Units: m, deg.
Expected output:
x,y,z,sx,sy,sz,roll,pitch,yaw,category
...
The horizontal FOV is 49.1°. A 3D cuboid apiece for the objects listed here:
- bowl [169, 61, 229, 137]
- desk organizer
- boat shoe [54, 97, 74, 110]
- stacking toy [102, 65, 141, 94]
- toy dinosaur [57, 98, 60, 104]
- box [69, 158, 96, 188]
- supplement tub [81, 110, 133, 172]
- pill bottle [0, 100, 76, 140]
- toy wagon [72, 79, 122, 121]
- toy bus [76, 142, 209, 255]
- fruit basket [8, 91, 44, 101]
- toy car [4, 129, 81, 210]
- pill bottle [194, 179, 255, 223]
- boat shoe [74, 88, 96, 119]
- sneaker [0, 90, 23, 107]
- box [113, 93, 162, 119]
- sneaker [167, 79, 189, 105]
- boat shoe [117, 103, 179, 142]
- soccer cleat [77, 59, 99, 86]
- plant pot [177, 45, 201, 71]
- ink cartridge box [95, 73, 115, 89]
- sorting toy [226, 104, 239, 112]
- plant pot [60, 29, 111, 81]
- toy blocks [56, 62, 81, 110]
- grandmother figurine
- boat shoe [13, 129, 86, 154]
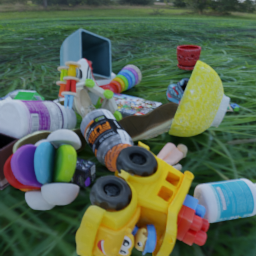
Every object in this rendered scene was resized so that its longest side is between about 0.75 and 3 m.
x,y,z,sx,sy,sz,roll,pitch,yaw,category
2.689,-0.816,10.104,1.530,2.844,2.844,21,32,9,bowl
-4.623,0.704,8.599,2.990,1.151,1.072,14,32,24,desk organizer
-2.444,-1.202,12.720,2.090,0.740,0.724,-7,29,-11,boat shoe
-0.431,-2.275,14.562,1.169,1.169,2.739,16,39,27,stacking toy
-2.843,-0.782,11.335,0.414,0.223,0.940,27,59,-8,toy dinosaur
-1.492,1.257,8.184,0.965,0.590,0.512,13,29,22,box
-0.638,0.386,8.961,1.234,1.234,2.014,-14,40,-25,supplement tub
-3.036,-0.238,9.705,1.417,1.417,2.523,18,12,30,pill bottle
-1.126,-0.755,10.679,2.311,1.793,0.457,30,40,0,toy wagon
0.487,1.908,6.078,2.505,1.770,2.609,27,37,14,toy bus
-3.663,-0.803,10.902,1.406,1.518,0.712,6,63,19,fruit basket
-2.124,0.969,6.787,1.530,1.786,2.041,19,-31,-37,toy car
2.539,1.758,6.883,1.643,0.910,0.910,-5,28,-10,pill bottle
-1.397,-0.569,10.135,0.612,1.883,0.679,-4,15,45,boat shoe
-4.819,-0.677,11.470,1.335,0.934,2.311,44,34,12,sneaker
-0.073,-0.827,12.213,2.579,0.486,1.762,16,32,29,box
2.653,-1.693,12.974,1.109,1.336,2.798,-4,27,-14,sneaker
0.620,0.025,10.082,2.842,0.923,1.025,-22,52,3,boat shoe
-1.677,-1.862,11.526,0.818,1.921,0.659,-30,30,-25,soccer cleat
3.954,-4.637,18.536,1.552,1.413,1.552,1,28,0,plant pot
-1.394,-2.518,15.499,1.755,0.546,2.181,-14,29,-23,ink cartridge box
4.268,-1.032,12.932,1.745,0.238,0.982,1,28,3,sorting toy
-2.352,-3.476,14.372,2.152,2.107,2.112,-5,-5,40,plant pot
-1.820,-1.179,8.306,0.484,1.333,1.111,10,-9,-32,toy blocks
0.905,1.128,8.390,1.311,0.655,2.162,-11,14,39,grandmother figurine
-2.486,0.549,8.775,0.896,1.039,2.849,-4,9,29,boat shoe
